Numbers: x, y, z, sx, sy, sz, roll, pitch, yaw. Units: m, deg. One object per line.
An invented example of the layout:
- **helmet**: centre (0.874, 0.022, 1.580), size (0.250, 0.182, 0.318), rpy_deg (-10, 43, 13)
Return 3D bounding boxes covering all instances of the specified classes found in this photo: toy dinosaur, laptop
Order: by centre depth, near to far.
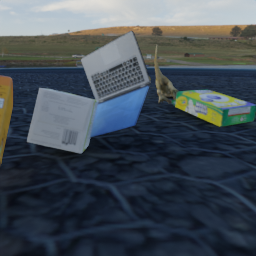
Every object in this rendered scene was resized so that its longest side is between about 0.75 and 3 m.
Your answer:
- **laptop**: centre (-0.532, -0.932, 6.493), size (1.826, 1.950, 1.130), rpy_deg (-14, 9, 40)
- **toy dinosaur**: centre (1.332, -1.751, 10.965), size (0.830, 2.852, 1.442), rpy_deg (-24, 57, 9)

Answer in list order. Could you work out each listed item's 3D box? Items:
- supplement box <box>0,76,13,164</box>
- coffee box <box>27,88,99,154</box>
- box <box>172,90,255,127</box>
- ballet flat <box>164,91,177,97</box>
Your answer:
- **supplement box**: centre (-2.112, 0.136, 3.983), size (0.683, 0.661, 1.986), rpy_deg (5, 52, -18)
- **coffee box**: centre (-1.302, -0.180, 5.878), size (1.087, 1.089, 1.077), rpy_deg (14, 5, -2)
- **box**: centre (2.702, -0.775, 9.277), size (1.473, 0.607, 2.510), rpy_deg (-8, 21, -27)
- **ballet flat**: centre (1.973, -1.928, 14.290), size (0.775, 0.533, 2.301), rpy_deg (-2, 15, -6)
